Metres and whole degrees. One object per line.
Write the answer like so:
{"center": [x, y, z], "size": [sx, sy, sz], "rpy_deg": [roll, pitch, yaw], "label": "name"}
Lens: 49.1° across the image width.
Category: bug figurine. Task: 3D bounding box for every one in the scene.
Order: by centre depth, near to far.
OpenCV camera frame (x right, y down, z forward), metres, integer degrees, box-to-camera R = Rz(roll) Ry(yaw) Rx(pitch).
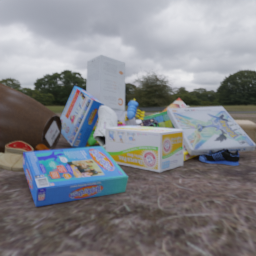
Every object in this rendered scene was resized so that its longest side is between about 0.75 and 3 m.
{"center": [-0.791, -0.235, 11.727], "size": [2.822, 2.188, 0.726], "rpy_deg": [-6, -35, 21], "label": "bug figurine"}

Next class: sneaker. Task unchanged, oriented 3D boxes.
{"center": [2.850, 0.874, 8.786], "size": [1.214, 0.473, 0.426], "rpy_deg": [3, 6, 25], "label": "sneaker"}
{"center": [-0.833, -0.009, 10.204], "size": [0.988, 1.984, 0.743], "rpy_deg": [6, -36, -39], "label": "sneaker"}

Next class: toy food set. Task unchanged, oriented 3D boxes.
{"center": [-2.035, 0.868, 6.834], "size": [2.460, 0.387, 1.564], "rpy_deg": [15, 23, 8], "label": "toy food set"}

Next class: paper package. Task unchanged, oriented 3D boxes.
{"center": [4.386, 0.234, 12.391], "size": [2.134, 1.104, 2.034], "rpy_deg": [2, 5, 14], "label": "paper package"}

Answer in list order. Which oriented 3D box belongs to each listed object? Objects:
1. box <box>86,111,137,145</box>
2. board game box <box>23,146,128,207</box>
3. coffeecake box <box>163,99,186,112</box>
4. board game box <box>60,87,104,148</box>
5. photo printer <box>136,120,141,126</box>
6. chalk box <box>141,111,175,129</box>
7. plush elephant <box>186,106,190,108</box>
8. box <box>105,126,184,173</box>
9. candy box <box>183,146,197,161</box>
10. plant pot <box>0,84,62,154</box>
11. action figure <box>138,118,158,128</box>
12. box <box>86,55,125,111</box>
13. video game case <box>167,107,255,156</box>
{"center": [-1.095, -0.008, 12.778], "size": [2.596, 0.780, 1.514], "rpy_deg": [3, 46, 28], "label": "box"}
{"center": [-1.154, 0.940, 5.981], "size": [1.870, 0.421, 1.422], "rpy_deg": [-3, 25, -29], "label": "board game box"}
{"center": [2.296, -0.626, 13.641], "size": [1.319, 1.013, 0.482], "rpy_deg": [-39, -10, -10], "label": "coffeecake box"}
{"center": [-2.080, -0.472, 11.810], "size": [0.578, 2.069, 2.026], "rpy_deg": [19, 12, -37], "label": "board game box"}
{"center": [0.372, 0.103, 14.351], "size": [2.737, 0.950, 2.277], "rpy_deg": [-6, 5, -38], "label": "photo printer"}
{"center": [1.389, 0.011, 12.181], "size": [1.333, 1.339, 2.153], "rpy_deg": [-14, 3, 9], "label": "chalk box"}
{"center": [2.813, -0.378, 12.370], "size": [1.458, 1.201, 1.129], "rpy_deg": [28, 1, 0], "label": "plush elephant"}
{"center": [0.465, 0.566, 8.611], "size": [2.188, 1.109, 1.230], "rpy_deg": [5, 7, 41], "label": "box"}
{"center": [1.794, 0.855, 9.976], "size": [1.172, 0.303, 2.292], "rpy_deg": [7, 8, 35], "label": "candy box"}
{"center": [-4.033, -0.128, 10.241], "size": [2.907, 2.717, 2.717], "rpy_deg": [14, 8, 12], "label": "plant pot"}
{"center": [0.741, -0.032, 10.428], "size": [0.768, 0.409, 1.180], "rpy_deg": [-31, 15, 8], "label": "action figure"}
{"center": [-1.080, -2.045, 13.591], "size": [1.526, 2.454, 1.196], "rpy_deg": [8, -10, -42], "label": "box"}
{"center": [2.902, 0.010, 10.175], "size": [2.342, 0.283, 2.569], "rpy_deg": [-3, 36, -11], "label": "video game case"}
